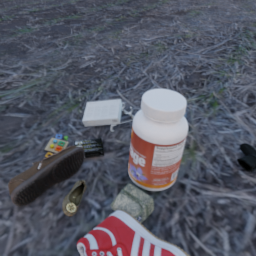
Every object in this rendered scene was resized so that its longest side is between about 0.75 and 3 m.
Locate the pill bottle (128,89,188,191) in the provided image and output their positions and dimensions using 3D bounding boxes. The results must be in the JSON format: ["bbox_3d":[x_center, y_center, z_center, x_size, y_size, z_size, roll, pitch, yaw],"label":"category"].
[{"bbox_3d":[0.826,0.356,7.909,1.514,2.700,1.514,3,35,-2],"label":"pill bottle"}]

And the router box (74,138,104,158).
[{"bbox_3d":[-1.393,0.722,9.920,1.017,0.260,0.758,-5,36,-8],"label":"router box"}]

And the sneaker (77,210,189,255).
[{"bbox_3d":[0.141,3.014,5.929,1.675,1.061,2.978,-22,31,-39],"label":"sneaker"}]

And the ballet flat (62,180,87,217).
[{"bbox_3d":[-1.470,1.931,7.944,0.474,0.326,1.408,42,26,-9],"label":"ballet flat"}]

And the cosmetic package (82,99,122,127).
[{"bbox_3d":[-1.007,-0.603,11.155,1.442,0.373,1.087,-4,49,11],"label":"cosmetic package"}]

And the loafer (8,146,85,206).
[{"bbox_3d":[-2.507,1.236,8.596,0.939,0.966,2.646,30,45,33],"label":"loafer"}]

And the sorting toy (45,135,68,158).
[{"bbox_3d":[-2.565,0.623,10.046,0.681,0.165,1.210,12,43,5],"label":"sorting toy"}]

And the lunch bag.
[{"bbox_3d":[0.120,2.140,7.646,0.990,0.690,0.830,28,55,31],"label":"lunch bag"}]

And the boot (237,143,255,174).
[{"bbox_3d":[3.981,0.999,9.378,0.880,0.397,1.074,-18,47,-31],"label":"boot"}]

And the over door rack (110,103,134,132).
[{"bbox_3d":[-0.413,-0.545,11.465,1.536,0.512,1.135,-27,43,-31],"label":"over door rack"}]
